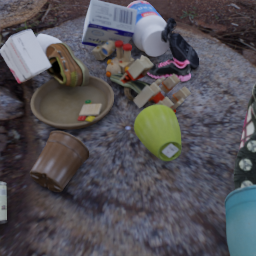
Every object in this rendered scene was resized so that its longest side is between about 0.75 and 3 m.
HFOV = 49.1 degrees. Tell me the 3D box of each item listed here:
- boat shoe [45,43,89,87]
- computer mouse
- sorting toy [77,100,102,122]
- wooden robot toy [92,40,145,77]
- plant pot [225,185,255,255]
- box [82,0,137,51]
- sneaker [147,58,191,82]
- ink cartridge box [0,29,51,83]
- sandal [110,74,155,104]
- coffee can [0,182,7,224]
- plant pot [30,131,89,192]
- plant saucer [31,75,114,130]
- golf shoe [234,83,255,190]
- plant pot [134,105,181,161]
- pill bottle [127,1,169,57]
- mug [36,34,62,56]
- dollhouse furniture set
[{"bbox_3d":[-2.157,-2.058,8.766,0.845,0.894,2.485,-14,38,-34],"label":"boat shoe"},{"bbox_3d":[1.743,-2.756,9.675,0.492,1.868,1.294,-24,32,43],"label":"computer mouse"},{"bbox_3d":[-1.046,-0.433,7.878,0.534,0.187,1.107,-2,36,9],"label":"sorting toy"},{"bbox_3d":[-0.457,-2.216,9.393,2.395,1.055,1.087,28,62,27],"label":"wooden robot toy"},{"bbox_3d":[2.381,2.006,4.689,1.551,1.551,1.458,12,50,12],"label":"plant pot"},{"bbox_3d":[-0.704,-3.513,9.822,1.571,1.709,0.896,7,83,-15],"label":"box"},{"bbox_3d":[1.336,-2.029,9.315,1.540,0.734,0.608,7,47,9],"label":"sneaker"},{"bbox_3d":[-3.143,-2.115,8.488,0.695,1.194,1.639,-35,19,-27],"label":"ink cartridge box"},{"bbox_3d":[0.207,-1.137,8.528,0.833,0.599,2.098,-2,25,-38],"label":"sandal"},{"bbox_3d":[-2.731,1.521,5.567,0.580,0.580,0.793,-6,75,-6],"label":"coffee can"},{"bbox_3d":[-1.567,0.794,6.300,1.052,1.052,1.042,16,54,16],"label":"plant pot"},{"bbox_3d":[-1.620,-0.787,8.315,2.417,0.356,2.417,1,45,-1],"label":"plant saucer"},{"bbox_3d":[3.071,0.364,6.333,1.109,1.266,2.873,14,80,15],"label":"golf shoe"},{"bbox_3d":[0.775,0.200,6.430,1.069,1.069,1.143,-8,33,-8],"label":"plant pot"},{"bbox_3d":[0.718,-3.739,10.590,1.360,1.360,2.423,-11,45,-11],"label":"pill bottle"},{"bbox_3d":[-2.794,-3.025,10.358,0.886,0.746,1.011,17,33,6],"label":"mug"},{"bbox_3d":[0.671,-1.024,7.756,1.725,0.898,1.744,50,36,6],"label":"dollhouse furniture set"}]
